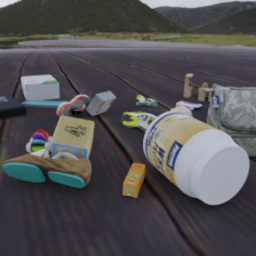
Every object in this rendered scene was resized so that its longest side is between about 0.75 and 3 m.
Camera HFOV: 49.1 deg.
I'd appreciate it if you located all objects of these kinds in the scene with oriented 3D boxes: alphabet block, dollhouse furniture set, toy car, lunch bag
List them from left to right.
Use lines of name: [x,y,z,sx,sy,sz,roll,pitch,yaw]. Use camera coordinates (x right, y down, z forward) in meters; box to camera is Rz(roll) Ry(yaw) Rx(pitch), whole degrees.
toy car: [-2.787,0.412,8.868,0.761,0.652,0.870,1,26,0]
alphabet block: [-1.533,0.401,7.825,0.984,0.979,1.003,12,47,-4]
dollhouse furniture set: [4.019,-2.242,15.294,1.771,1.176,1.552,8,22,20]
lunch bag: [3.712,-0.294,8.787,2.445,2.050,1.703,1,20,4]

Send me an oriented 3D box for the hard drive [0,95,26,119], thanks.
hard drive: [-6.029,-0.971,12.900,1.901,0.448,2.724,-13,23,-32]

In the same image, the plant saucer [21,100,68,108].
plant saucer: [-4.107,-1.169,13.844,2.152,0.204,0.752,4,21,9]

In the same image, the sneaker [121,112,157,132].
sneaker: [0.655,-0.327,10.798,1.956,0.728,0.828,16,26,36]

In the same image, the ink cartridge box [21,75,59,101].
ink cartridge box: [-4.904,-2.236,15.544,1.737,0.984,2.369,-8,22,-22]

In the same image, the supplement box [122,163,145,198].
supplement box: [0.165,1.281,6.979,0.362,0.374,1.087,8,23,11]

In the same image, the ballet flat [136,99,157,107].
ballet flat: [0.910,-1.266,13.831,1.119,0.415,0.415,6,21,17]

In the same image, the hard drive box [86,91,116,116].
hard drive box: [-1.183,-1.087,12.359,0.447,0.906,1.163,45,29,9]

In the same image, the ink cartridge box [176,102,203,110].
ink cartridge box: [2.942,-1.060,13.523,1.165,0.216,0.552,13,23,36]

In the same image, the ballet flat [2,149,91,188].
ballet flat: [-1.973,0.940,7.071,2.315,0.785,0.837,3,43,16]

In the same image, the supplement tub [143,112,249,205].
supplement tub: [1.550,0.653,6.821,1.651,1.651,2.286,-9,22,-23]

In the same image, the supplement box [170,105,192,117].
supplement box: [2.233,-0.584,11.806,0.599,0.350,0.951,-23,23,-2]

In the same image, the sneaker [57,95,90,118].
sneaker: [-2.224,-0.815,12.390,0.838,0.788,2.046,29,34,17]

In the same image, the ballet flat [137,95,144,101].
ballet flat: [0.683,-1.553,14.738,0.262,0.263,0.783,0,19,-25]
